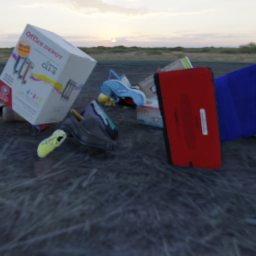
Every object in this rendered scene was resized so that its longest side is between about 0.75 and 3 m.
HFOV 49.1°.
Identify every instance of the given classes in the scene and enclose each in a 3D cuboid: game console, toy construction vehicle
[{"bbox_3d":[1.623,-0.401,7.813,2.255,2.617,1.553,1,20,38],"label":"game console"},{"bbox_3d":[-0.246,-1.576,15.253,2.491,0.877,2.169,1,28,13],"label":"toy construction vehicle"}]

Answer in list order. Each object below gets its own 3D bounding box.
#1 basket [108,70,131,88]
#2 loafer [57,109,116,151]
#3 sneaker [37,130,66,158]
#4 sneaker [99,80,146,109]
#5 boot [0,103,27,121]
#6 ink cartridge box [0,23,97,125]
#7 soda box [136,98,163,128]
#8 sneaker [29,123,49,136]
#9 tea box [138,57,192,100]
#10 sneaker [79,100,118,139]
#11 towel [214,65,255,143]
[{"bbox_3d":[-0.543,-2.373,15.012,0.952,1.369,1.207,-46,-6,-17],"label":"basket"},{"bbox_3d":[-1.326,0.064,9.048,2.519,0.911,0.917,21,2,35],"label":"loafer"},{"bbox_3d":[-2.294,0.469,8.383,1.031,0.389,0.394,-49,33,-17],"label":"sneaker"},{"bbox_3d":[-0.321,-1.305,11.158,1.995,0.782,0.897,21,38,20],"label":"sneaker"},{"bbox_3d":[-5.049,-1.028,12.983,2.152,1.034,2.944,-15,21,-31],"label":"boot"},{"bbox_3d":[-3.037,-1.928,10.458,2.114,2.910,2.104,36,14,11],"label":"ink cartridge box"},{"bbox_3d":[1.643,-0.516,11.299,2.638,0.902,0.839,13,32,35],"label":"soda box"},{"bbox_3d":[-3.460,-0.211,10.930,0.732,0.703,1.865,4,19,-16],"label":"sneaker"},{"bbox_3d":[2.188,-2.334,14.478,2.410,1.610,2.371,-28,5,26],"label":"tea box"},{"bbox_3d":[-1.220,-0.082,10.688,1.136,0.966,2.596,-37,32,0],"label":"sneaker"},{"bbox_3d":[2.889,-0.577,8.580,2.750,2.031,0.681,-16,8,22],"label":"towel"}]
